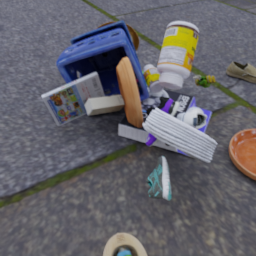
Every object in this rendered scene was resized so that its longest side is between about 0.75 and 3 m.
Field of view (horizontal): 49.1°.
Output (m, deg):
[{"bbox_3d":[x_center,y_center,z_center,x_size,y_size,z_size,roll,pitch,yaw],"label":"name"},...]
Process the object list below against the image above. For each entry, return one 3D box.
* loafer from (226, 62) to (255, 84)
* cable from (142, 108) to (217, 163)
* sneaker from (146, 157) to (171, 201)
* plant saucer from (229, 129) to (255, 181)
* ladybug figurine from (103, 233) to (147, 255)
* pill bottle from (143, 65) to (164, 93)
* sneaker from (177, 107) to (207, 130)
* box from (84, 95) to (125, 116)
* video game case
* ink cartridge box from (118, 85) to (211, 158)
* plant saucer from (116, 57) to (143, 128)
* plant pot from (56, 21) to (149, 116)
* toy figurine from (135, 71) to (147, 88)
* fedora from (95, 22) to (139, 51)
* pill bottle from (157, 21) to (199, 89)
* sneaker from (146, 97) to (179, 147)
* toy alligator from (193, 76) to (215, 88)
[{"bbox_3d":[5.664,-2.628,13.197,1.988,0.671,0.756,16,44,17],"label":"loafer"},{"bbox_3d":[1.438,0.198,7.737,2.064,0.714,2.063,28,4,-3],"label":"cable"},{"bbox_3d":[0.794,1.323,7.560,0.635,0.540,1.391,-8,38,10],"label":"sneaker"},{"bbox_3d":[4.605,0.958,9.368,2.417,0.390,2.417,1,41,-1],"label":"plant saucer"},{"bbox_3d":[-0.050,3.261,6.603,1.068,0.566,1.574,-9,44,-8],"label":"ladybug figurine"},{"bbox_3d":[0.973,-1.963,11.060,0.626,0.626,1.146,-11,55,-12],"label":"pill bottle"},{"bbox_3d":[2.403,-0.264,9.891,0.767,0.791,2.167,7,16,28],"label":"sneaker"},{"bbox_3d":[-0.817,-0.801,9.804,1.289,0.530,0.441,-11,72,-33],"label":"box"},{"bbox_3d":[-1.872,-1.013,10.133,2.055,1.471,0.185,-26,48,-10],"label":"video game case"},{"bbox_3d":[1.526,-0.397,10.728,2.945,0.639,2.918,17,43,16],"label":"ink cartridge box"},{"bbox_3d":[0.013,-1.123,9.325,0.442,2.363,2.363,-12,42,-3],"label":"plant saucer"},{"bbox_3d":[-0.861,-2.437,10.915,2.678,2.679,2.408,-15,43,13],"label":"plant pot"},{"bbox_3d":[0.236,-2.170,12.616,1.349,1.100,1.466,8,19,22],"label":"toy figurine"},{"bbox_3d":[-0.570,-3.609,12.395,2.187,2.187,0.892,-1,56,-1],"label":"fedora"},{"bbox_3d":[1.747,-2.558,10.077,1.198,1.198,2.192,13,87,14],"label":"pill bottle"},{"bbox_3d":[0.874,-0.257,9.026,0.845,1.700,0.591,30,1,-6],"label":"sneaker"},{"bbox_3d":[2.761,-1.668,10.305,0.560,0.406,1.691,-13,0,35],"label":"toy alligator"}]
